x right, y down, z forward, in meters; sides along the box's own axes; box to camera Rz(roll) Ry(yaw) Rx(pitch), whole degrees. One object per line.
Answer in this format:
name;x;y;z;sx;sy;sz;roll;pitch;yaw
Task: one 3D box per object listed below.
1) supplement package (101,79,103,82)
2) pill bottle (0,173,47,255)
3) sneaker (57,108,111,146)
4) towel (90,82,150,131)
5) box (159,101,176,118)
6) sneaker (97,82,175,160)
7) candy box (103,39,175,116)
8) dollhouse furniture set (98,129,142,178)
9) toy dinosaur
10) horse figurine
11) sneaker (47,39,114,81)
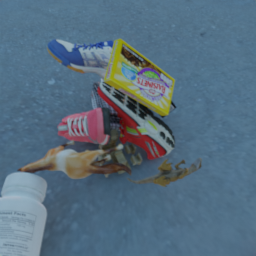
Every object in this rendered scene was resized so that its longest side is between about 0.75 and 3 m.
supplement package;-0.352;-1.749;10.703;1.192;0.661;0.928;-28;28;6
pill bottle;-2.463;2.153;6.102;1.242;1.242;2.172;0;51;0
sneaker;-1.330;0.055;7.997;1.202;2.772;1.022;-2;84;-25
towel;-0.277;-0.755;9.479;1.702;0.879;2.055;7;33;-25
box;0.731;-1.187;8.954;0.649;1.645;1.161;-38;51;11
sneaker;0.074;-0.097;8.140;2.913;1.237;1.122;45;28;-13
candy box;0.384;-1.227;7.257;0.292;2.212;1.130;-1;70;48
dollhouse furniture set;-0.382;0.823;8.455;1.105;0.838;1.261;-19;63;-20
toy dinosaur;0.842;1.229;6.913;2.068;1.098;0.625;-14;69;11
horse figurine;-1.205;0.773;6.641;2.537;0.633;1.681;5;17;34
sneaker;-1.019;-2.320;8.781;2.856;1.259;1.075;17;35;-23
